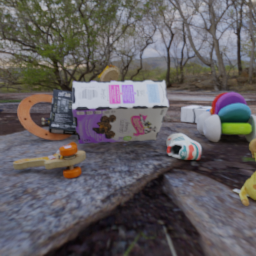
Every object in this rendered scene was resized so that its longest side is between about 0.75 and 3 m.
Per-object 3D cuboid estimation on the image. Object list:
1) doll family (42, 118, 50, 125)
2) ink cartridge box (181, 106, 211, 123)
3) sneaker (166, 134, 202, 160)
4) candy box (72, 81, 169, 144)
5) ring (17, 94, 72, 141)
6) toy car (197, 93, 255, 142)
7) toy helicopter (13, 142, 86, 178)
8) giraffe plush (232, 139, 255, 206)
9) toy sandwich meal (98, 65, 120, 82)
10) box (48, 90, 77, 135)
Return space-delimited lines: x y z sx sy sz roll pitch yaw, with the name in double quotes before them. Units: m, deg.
"doll family" -4.028 -0.329 14.405 0.709 0.481 1.227 -10 10 -23
"ink cartridge box" 4.109 -0.715 15.437 1.985 0.836 1.435 9 13 40
"sneaker" 1.518 0.565 8.864 0.842 0.634 1.801 2 12 -21
"candy box" -0.314 -0.460 9.410 2.887 1.033 2.422 -2 -28 -6
"ring" -3.280 -0.444 11.610 2.496 0.239 2.496 19 43 -19
"toy car" 4.031 -0.477 11.170 2.198 1.884 2.512 1 10 1
"toy helicopter" -2.053 0.822 7.387 1.896 0.748 1.254 -7 12 3
"giraffe plush" 2.959 0.801 5.497 1.682 1.364 1.451 6 12 31
"toy sandwich meal" -0.735 -1.949 10.590 0.959 0.959 0.328 -10 41 -43
"box" -2.017 -0.567 11.296 2.161 1.731 0.470 6 -25 -15
